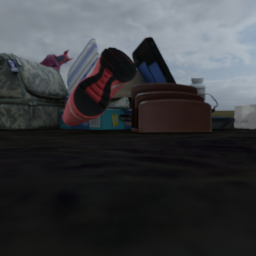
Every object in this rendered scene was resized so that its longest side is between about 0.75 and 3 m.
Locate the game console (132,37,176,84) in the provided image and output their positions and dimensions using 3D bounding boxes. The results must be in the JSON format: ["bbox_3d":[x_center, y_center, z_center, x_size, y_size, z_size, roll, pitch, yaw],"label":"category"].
[{"bbox_3d":[1.021,-1.592,9.573,0.422,2.719,2.404,-30,7,-4],"label":"game console"}]

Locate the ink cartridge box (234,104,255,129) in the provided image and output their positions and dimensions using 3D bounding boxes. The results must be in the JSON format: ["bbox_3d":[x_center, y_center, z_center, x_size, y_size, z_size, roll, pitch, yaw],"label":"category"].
[{"bbox_3d":[5.252,-0.414,10.214,2.179,0.902,1.596,0,2,-8],"label":"ink cartridge box"}]

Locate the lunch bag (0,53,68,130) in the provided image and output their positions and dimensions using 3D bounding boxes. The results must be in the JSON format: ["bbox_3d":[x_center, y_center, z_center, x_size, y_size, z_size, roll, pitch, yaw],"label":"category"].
[{"bbox_3d":[-3.497,-1.155,9.769,1.993,2.399,2.861,1,2,19],"label":"lunch bag"}]

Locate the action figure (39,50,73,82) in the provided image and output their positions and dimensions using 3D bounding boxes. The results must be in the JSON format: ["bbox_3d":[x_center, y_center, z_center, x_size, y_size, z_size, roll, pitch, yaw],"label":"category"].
[{"bbox_3d":[-3.627,-2.332,11.591,2.967,1.988,2.210,-39,-33,9],"label":"action figure"}]

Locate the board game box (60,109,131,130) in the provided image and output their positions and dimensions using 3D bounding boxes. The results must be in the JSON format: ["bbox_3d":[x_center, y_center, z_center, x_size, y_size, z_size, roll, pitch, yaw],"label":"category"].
[{"bbox_3d":[-0.631,-0.309,10.356,2.236,0.695,2.962,1,2,41],"label":"board game box"}]

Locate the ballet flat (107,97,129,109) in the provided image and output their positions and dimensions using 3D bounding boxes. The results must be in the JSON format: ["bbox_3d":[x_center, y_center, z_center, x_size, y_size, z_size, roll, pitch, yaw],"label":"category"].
[{"bbox_3d":[-0.424,-0.851,9.611,0.494,0.494,1.377,-1,3,-41],"label":"ballet flat"}]

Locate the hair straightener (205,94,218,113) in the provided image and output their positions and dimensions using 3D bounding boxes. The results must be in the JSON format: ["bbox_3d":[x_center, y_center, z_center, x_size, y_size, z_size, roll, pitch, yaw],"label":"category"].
[{"bbox_3d":[2.262,-0.893,10.541,2.348,0.904,0.481,0,6,44],"label":"hair straightener"}]

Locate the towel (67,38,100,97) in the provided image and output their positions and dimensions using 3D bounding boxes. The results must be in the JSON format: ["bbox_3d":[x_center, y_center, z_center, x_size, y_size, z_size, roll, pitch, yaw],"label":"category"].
[{"bbox_3d":[-1.642,-2.112,10.344,0.316,1.952,2.658,28,25,-29],"label":"towel"}]

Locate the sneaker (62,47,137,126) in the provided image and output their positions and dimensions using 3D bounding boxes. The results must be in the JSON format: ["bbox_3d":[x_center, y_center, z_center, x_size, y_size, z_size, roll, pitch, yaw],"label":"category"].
[{"bbox_3d":[-0.850,-1.133,7.550,1.291,1.097,2.977,-32,16,46],"label":"sneaker"}]

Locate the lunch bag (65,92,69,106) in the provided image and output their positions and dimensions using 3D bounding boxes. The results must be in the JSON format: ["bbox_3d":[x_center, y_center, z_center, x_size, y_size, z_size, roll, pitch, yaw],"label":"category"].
[{"bbox_3d":[-2.506,-0.770,11.729,1.889,1.519,0.779,3,35,-2],"label":"lunch bag"}]

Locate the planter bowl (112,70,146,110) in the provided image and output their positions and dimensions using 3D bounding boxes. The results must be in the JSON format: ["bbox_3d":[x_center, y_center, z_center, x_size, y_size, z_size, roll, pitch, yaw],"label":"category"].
[{"bbox_3d":[-0.360,-1.589,10.357,2.270,1.528,2.270,-3,-6,0],"label":"planter bowl"}]

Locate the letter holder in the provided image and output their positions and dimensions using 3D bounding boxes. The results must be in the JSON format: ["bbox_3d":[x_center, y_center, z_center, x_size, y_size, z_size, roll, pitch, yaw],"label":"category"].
[{"bbox_3d":[1.082,-0.540,7.228,1.879,1.335,0.945,0,2,-10],"label":"letter holder"}]

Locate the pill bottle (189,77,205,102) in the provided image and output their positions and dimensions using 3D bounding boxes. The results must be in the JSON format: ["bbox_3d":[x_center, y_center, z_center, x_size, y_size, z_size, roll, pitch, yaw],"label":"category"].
[{"bbox_3d":[2.166,-1.116,8.808,0.514,0.928,0.514,-2,14,0],"label":"pill bottle"}]

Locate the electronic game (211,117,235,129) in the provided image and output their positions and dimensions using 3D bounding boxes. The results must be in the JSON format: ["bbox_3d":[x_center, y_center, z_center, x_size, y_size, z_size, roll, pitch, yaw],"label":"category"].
[{"bbox_3d":[2.185,-0.248,9.667,2.809,0.585,2.809,0,1,0],"label":"electronic game"}]
